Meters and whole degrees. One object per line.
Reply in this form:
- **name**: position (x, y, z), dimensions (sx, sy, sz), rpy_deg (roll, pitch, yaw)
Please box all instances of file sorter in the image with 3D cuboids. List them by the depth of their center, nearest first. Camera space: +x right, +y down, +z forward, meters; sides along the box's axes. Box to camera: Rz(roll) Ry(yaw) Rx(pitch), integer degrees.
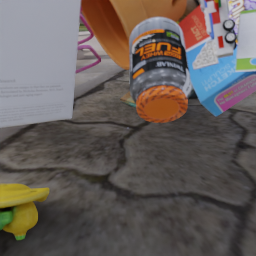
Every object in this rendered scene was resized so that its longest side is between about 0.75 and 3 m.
- **file sorter**: position (-1.850, -2.421, 5.824), dimensions (1.718, 2.740, 1.904), rpy_deg (-22, 2, 4)

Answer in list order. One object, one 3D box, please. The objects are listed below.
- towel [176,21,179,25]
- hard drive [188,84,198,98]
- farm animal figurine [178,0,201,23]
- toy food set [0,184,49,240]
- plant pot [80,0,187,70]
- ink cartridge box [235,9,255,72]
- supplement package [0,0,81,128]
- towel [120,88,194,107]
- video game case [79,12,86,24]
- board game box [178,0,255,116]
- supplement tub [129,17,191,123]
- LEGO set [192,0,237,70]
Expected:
- **towel**: position (0.669, -3.897, 9.378), dimensions (0.328, 2.881, 2.069), rpy_deg (-41, 21, -27)
- **hard drive**: position (2.129, -1.573, 10.349), dimensions (2.821, 0.464, 1.969), rpy_deg (-5, 24, -11)
- **farm animal figurine**: position (1.766, -3.528, 7.818), dimensions (2.278, 1.145, 1.839), rpy_deg (-46, 13, -32)
- **toy food set**: position (-2.178, 1.221, 3.713), dimensions (2.213, 0.723, 1.302), rpy_deg (-2, -1, -10)
- **plant pot**: position (0.097, -2.856, 6.333), dimensions (1.776, 2.537, 2.537), rpy_deg (-33, 32, -10)
- **ink cartridge box**: position (1.642, -0.996, 3.352), dimensions (0.621, 0.840, 0.318), rpy_deg (3, -16, 30)
- **supplement package**: position (-1.620, -1.379, 3.675), dimensions (1.446, 2.415, 1.464), rpy_deg (-11, 27, -44)
- **towel**: position (0.871, -1.021, 8.819), dimensions (1.454, 0.215, 1.983), rpy_deg (-40, 40, -25)
- **video game case**: position (-0.142, -3.946, 8.004), dimensions (2.642, 2.903, 0.344), rpy_deg (12, 57, -8)
- **board game box**: position (2.311, -1.931, 5.039), dimensions (0.600, 2.977, 2.278), rpy_deg (29, 35, -40)
- **supplement tub**: position (0.438, -0.821, 4.012), dimensions (0.846, 0.846, 1.380), rpy_deg (-1, 58, -1)
- **LEGO set**: position (0.962, -2.120, 3.503), dimensions (0.661, 2.011, 2.692), rpy_deg (-8, 39, 20)
